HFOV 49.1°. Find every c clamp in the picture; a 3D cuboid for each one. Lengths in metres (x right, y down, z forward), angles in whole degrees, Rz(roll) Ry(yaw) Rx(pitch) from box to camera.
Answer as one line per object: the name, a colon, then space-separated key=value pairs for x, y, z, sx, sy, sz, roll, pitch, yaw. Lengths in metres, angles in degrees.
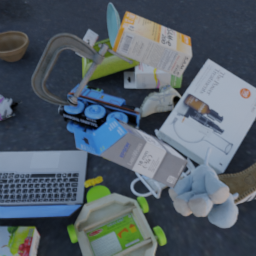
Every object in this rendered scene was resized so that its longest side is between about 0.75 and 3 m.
c clamp: x=-1.454 y=-1.477 z=7.837 sx=2.133 sy=2.497 sz=0.338 roll=31 pitch=28 yaw=-23

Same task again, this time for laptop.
laptop: x=-2.583 y=1.293 z=7.151 sx=2.768 sy=1.713 sz=2.956 roll=0 pitch=47 yaw=-1

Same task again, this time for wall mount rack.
wall mount rack: x=0.826 y=1.023 z=8.031 sx=2.020 sy=0.753 sz=1.755 roll=-22 pitch=48 yaw=-25

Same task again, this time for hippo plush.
hippo plush: x=1.791 y=1.631 z=6.466 sx=1.308 sy=1.321 sz=1.643 roll=-30 pitch=26 yaw=17

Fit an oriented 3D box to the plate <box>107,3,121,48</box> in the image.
plate: x=-0.513 y=-3.824 z=10.592 sx=0.215 sy=1.684 sz=1.684 roll=-11 pitch=48 yaw=-14

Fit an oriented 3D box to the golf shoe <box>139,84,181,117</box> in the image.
golf shoe: x=1.167 y=-0.852 z=9.852 sx=0.903 sy=0.727 sz=1.858 roll=38 pitch=59 yaw=23

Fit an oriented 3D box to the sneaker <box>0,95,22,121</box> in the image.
sneaker: x=-4.379 y=-0.918 z=10.000 sx=1.114 sy=0.619 sz=1.592 roll=-15 pitch=58 yaw=-16

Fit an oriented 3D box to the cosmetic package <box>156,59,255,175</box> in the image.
cosmetic package: x=2.493 y=-0.354 z=8.354 sx=2.108 sy=0.722 sz=2.796 roll=34 pitch=76 yaw=4

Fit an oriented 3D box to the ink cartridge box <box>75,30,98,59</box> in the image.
ink cartridge box: x=-1.348 y=-2.730 z=9.212 sx=0.359 sy=0.867 sz=0.636 roll=30 pitch=7 yaw=-11

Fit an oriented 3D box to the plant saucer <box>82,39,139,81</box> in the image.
plant saucer: x=-0.867 y=-2.983 z=11.353 sx=2.305 sy=0.552 sz=2.302 roll=-17 pitch=41 yaw=4

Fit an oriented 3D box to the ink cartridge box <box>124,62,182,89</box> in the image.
ink cartridge box: x=0.914 y=-2.188 z=10.984 sx=2.184 sy=0.735 sz=1.279 roll=-2 pitch=44 yaw=-1

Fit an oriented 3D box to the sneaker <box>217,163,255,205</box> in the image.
sneaker: x=3.170 y=1.653 z=7.527 sx=2.416 sy=1.311 sz=0.847 roll=-28 pitch=51 yaw=15

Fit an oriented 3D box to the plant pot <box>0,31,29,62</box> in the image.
plant pot: x=-5.095 y=-3.411 z=12.120 sx=1.692 sy=0.781 sz=1.692 roll=-1 pitch=47 yaw=1

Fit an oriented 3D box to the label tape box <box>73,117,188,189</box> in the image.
label tape box: x=-0.015 y=0.286 z=5.044 sx=1.815 sy=0.574 sz=1.308 roll=26 pitch=6 yaw=-18

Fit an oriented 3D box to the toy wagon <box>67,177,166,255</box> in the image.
toy wagon: x=-0.415 y=2.396 z=6.942 sx=2.057 sy=0.525 sz=2.651 roll=-18 pitch=49 yaw=-16

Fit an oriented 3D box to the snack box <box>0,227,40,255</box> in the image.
snack box: x=-2.953 y=3.310 z=6.039 sx=1.580 sy=0.589 sz=2.222 roll=-1 pitch=47 yaw=-1

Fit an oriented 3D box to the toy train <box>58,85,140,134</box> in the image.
toy train: x=-0.851 y=-0.460 z=9.166 sx=2.763 sy=1.198 sz=1.579 roll=16 pitch=43 yaw=15

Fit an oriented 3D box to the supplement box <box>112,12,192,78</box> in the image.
supplement box: x=0.752 y=-2.537 z=8.459 sx=2.193 sy=0.806 sz=1.382 roll=19 pitch=41 yaw=-8
